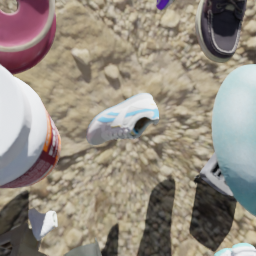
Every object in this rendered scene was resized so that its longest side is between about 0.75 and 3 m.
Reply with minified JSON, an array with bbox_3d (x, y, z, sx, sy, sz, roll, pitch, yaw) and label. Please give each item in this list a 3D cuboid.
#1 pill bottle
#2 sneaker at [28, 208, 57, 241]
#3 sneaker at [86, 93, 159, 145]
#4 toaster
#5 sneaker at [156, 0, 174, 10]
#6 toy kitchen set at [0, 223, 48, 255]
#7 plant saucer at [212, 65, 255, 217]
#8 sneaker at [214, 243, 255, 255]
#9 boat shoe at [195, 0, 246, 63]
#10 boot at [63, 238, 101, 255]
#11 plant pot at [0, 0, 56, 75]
[{"bbox_3d":[-1.962,0.114,4.273,1.604,2.810,1.604,2,78,-8],"label":"pill bottle"},{"bbox_3d":[-1.616,1.742,5.397,0.486,0.841,0.310,-34,123,-13],"label":"sneaker"},{"bbox_3d":[-0.128,-0.042,4.952,1.418,0.543,0.573,-31,57,16],"label":"sneaker"},{"bbox_3d":[2.435,1.172,7.198,0.924,0.606,1.021,38,84,6],"label":"toaster"},{"bbox_3d":[0.725,-3.081,5.500,0.686,0.480,1.380,12,123,-17],"label":"sneaker"},{"bbox_3d":[-1.991,2.584,5.310,0.955,1.059,0.864,-30,125,29],"label":"toy kitchen set"},{"bbox_3d":[2.601,0.171,4.706,2.770,0.533,2.770,7,77,-29],"label":"plant saucer"},{"bbox_3d":[0.775,2.791,3.606,2.868,1.113,1.308,-38,56,5],"label":"sneaker"},{"bbox_3d":[1.943,-2.550,5.614,0.886,0.799,2.465,12,76,-10],"label":"boat shoe"},{"bbox_3d":[-1.047,2.411,3.613,1.924,0.745,1.331,-19,40,-8],"label":"boot"},{"bbox_3d":[-2.326,-2.097,4.993,2.360,2.112,2.360,-7,104,-28],"label":"plant pot"}]
